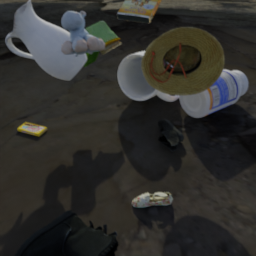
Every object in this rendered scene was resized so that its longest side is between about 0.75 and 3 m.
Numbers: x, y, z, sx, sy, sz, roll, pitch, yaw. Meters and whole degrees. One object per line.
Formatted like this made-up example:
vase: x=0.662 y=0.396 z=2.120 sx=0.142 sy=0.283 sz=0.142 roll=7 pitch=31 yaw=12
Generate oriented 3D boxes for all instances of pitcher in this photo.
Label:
pitcher: x=-2.910 y=-2.733 z=9.789 sx=2.202 sy=2.566 sz=1.556 roll=-27 pitch=31 yaw=46

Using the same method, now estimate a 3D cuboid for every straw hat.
straw hat: x=1.757 y=-2.325 z=9.159 sx=2.573 sy=2.573 sz=1.089 roll=5 pitch=42 yaw=8

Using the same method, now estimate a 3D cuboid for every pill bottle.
pill bottle: x=3.667 y=-1.543 z=11.743 sx=2.833 sy=1.588 sz=1.588 roll=-21 pitch=39 yaw=-30

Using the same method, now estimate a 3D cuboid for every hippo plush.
hippo plush: x=-1.097 y=-2.293 z=6.703 sx=0.974 sy=0.984 sz=1.223 roll=-7 pitch=10 yaw=10

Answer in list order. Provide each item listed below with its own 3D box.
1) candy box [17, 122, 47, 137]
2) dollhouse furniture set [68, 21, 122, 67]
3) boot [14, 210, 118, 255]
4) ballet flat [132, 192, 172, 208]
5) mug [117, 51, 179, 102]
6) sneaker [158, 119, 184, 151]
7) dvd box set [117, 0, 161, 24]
candy box: x=-3.643 y=0.053 z=10.636 sx=1.000 sy=0.132 sz=0.511 roll=12 pitch=38 yaw=18
dollhouse furniture set: x=-1.357 y=-3.836 z=11.820 sx=2.194 sy=1.101 sz=1.438 roll=-37 pitch=87 yaw=-22
boot: x=-1.272 y=2.716 z=6.075 sx=1.572 sy=0.710 sz=1.918 roll=22 pitch=35 yaw=30
ballet flat: x=0.653 y=1.907 z=7.596 sx=1.121 sy=0.358 sz=0.424 roll=-5 pitch=34 yaw=-6
mug: x=1.245 y=-2.260 z=12.779 sx=2.750 sy=2.031 sz=2.411 roll=45 pitch=38 yaw=9
sneaker: x=1.361 y=0.222 z=10.051 sx=0.834 sy=0.480 sz=1.600 roll=-15 pitch=39 yaw=-30
dvd box set: x=0.438 y=-4.113 z=9.255 sx=1.135 sy=0.228 sz=1.551 roll=16 pitch=63 yaw=19
